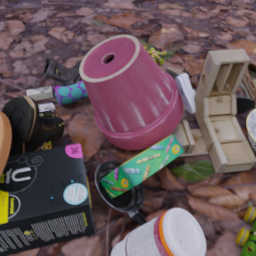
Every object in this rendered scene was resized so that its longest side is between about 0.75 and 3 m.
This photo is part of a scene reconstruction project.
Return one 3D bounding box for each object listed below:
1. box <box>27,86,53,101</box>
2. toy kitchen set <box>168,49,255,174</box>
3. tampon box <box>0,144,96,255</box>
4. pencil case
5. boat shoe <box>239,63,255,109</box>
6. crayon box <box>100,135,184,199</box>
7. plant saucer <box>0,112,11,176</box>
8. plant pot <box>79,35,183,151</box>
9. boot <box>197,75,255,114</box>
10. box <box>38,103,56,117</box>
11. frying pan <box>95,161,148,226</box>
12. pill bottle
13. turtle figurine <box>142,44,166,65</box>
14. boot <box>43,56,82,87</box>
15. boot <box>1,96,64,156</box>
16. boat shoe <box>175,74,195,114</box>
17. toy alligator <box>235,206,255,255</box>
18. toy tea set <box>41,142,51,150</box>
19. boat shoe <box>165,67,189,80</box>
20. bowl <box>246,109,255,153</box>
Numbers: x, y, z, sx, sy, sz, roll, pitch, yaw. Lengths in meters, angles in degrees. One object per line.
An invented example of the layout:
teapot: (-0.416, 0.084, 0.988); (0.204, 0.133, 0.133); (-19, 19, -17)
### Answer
box: (-3.555, -1.375, 11.300); (0.976, 0.334, 0.401); (-13, 47, -12)
toy kitchen set: (2.545, -0.421, 8.637); (2.349, 2.598, 2.880); (-5, 52, -6)
tampon box: (-2.292, 1.814, 7.236); (2.580, 1.629, 1.934); (-10, 46, -10)
pencil case: (-1.949, -1.439, 10.800); (1.719, 0.795, 0.732); (-21, 17, -15)
boat shoe: (5.228, -1.577, 11.013); (1.059, 1.004, 2.795); (-12, 46, -11)
crayon box: (0.421, 1.063, 7.837); (2.167, 1.287, 0.631); (-26, 80, -40)
plant saucer: (-3.980, 0.803, 6.736); (2.925, 0.472, 2.925); (-16, 58, 27)
plant pot: (-0.039, -1.206, 8.783); (2.992, 2.678, 2.992); (-15, 49, 18)
boot: (3.834, -1.566, 11.179); (2.254, 0.780, 1.962); (9, 47, 12)
box: (-3.379, -0.612, 10.279); (1.322, 0.230, 0.728); (-11, 30, -18)
frying pan: (0.130, 2.022, 7.823); (2.687, 0.437, 1.625); (44, 34, 3)
pill bottle: (0.567, 2.629, 6.056); (1.111, 2.027, 1.111); (28, 39, -25)
turtle figurine: (1.174, -3.419, 13.177); (1.475, 0.475, 1.190); (6, 47, -24)
boot: (-2.609, -2.427, 11.417); (0.610, 1.534, 1.762); (-24, 45, 41)
boot: (-2.591, -0.202, 8.315); (1.972, 2.851, 1.104); (-28, 79, -40)
boat shoe: (1.864, -1.051, 8.576); (0.408, 1.248, 0.459); (-25, 15, -11)
toy alligator: (3.155, 2.884, 6.847); (0.925, 0.670, 2.790); (24, 50, 23)
toy tea set: (-2.485, 1.018, 8.623); (0.415, 0.666, 1.121); (7, 61, 29)
boat shoe: (2.133, -2.343, 12.238); (1.127, 0.427, 0.405); (34, 50, 17)
bowl: (4.851, 0.469, 8.922); (2.383, 1.118, 2.383); (0, 45, 0)
